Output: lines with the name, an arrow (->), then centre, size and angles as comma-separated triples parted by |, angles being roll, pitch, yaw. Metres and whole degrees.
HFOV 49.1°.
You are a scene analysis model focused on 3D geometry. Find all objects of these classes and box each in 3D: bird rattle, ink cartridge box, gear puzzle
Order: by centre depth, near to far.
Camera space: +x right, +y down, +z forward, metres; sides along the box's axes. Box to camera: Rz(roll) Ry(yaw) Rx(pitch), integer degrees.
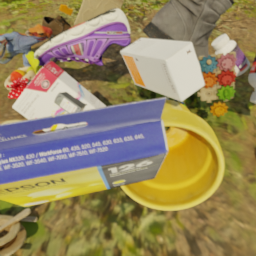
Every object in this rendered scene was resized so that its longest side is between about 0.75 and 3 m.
ink cartridge box -> -0.783, 0.579, 4.321 | 2.667, 2.699, 0.634 | -10, 71, -3
ink cartridge box -> -1.433, -0.447, 6.060 | 1.603, 1.183, 0.686 | 39, 17, -13
gear puzzle -> 2.141, -0.950, 6.793 | 0.906, 1.749, 0.229 | -4, 37, 13
bird rattle -> -2.702, -1.225, 7.208 | 1.092, 0.754, 1.339 | 3, 56, 36

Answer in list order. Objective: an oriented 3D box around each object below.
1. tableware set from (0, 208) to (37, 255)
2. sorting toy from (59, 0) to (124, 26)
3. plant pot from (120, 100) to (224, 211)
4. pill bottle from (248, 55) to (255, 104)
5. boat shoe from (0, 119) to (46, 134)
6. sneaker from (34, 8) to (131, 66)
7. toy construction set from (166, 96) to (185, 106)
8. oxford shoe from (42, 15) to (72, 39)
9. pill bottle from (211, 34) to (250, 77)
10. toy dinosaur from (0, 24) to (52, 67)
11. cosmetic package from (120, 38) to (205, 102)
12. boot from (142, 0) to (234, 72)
tableware set -> -3.601, 2.163, 5.911 | 2.820, 0.565, 1.864 | 2, 17, 3
sorting toy -> -1.144, -3.702, 8.683 | 1.851, 1.379, 0.248 | 12, 26, -39
plant pot -> 0.986, 0.434, 7.194 | 2.445, 2.445, 2.301 | 4, 27, 4
pill bottle -> 3.850, -1.697, 6.896 | 1.355, 2.410, 1.355 | 16, 7, -2
boat shoe -> -2.445, 0.255, 8.354 | 2.765, 0.998, 0.995 | -4, 65, -13
sneaker -> -1.326, -2.163, 7.745 | 2.976, 1.241, 1.200 | -17, 24, 18
toy construction set -> 1.626, -0.768, 9.732 | 0.611, 0.430, 0.933 | -28, 61, -26
oxford shoe -> -3.161, -4.740, 13.436 | 2.627, 1.109, 0.955 | 22, 46, 20
pill bottle -> 3.055, -2.182, 8.429 | 0.676, 1.213, 0.676 | -38, 19, 16
toy dinosaur -> -3.208, -2.333, 7.454 | 2.443, 1.413, 2.692 | -29, 72, 10
cosmetic package -> 0.688, -1.354, 6.209 | 0.695, 0.989, 1.949 | -36, 31, -14
boot -> 2.001, -2.445, 7.168 | 2.985, 1.965, 1.042 | 23, 27, -40
